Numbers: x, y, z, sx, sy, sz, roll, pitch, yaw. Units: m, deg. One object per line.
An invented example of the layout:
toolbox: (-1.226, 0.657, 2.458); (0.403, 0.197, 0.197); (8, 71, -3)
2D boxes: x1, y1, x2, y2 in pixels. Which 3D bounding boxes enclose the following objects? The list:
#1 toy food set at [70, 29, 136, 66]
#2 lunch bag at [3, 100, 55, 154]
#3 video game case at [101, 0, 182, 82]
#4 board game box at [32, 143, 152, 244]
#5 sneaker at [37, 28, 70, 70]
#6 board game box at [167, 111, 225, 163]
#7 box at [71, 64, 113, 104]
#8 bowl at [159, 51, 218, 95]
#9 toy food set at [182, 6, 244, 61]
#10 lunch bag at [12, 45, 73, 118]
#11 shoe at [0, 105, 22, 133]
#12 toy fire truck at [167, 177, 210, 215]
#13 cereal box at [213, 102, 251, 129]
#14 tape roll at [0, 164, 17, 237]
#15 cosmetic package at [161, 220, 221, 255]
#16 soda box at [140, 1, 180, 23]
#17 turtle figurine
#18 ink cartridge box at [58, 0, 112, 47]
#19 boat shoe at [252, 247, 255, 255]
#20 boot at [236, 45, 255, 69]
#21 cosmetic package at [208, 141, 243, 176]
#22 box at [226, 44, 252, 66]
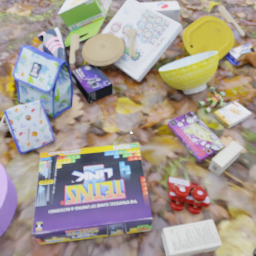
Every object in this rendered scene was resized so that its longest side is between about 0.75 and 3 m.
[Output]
toy food set: (-0.893, -2.852, 10.285); (2.432, 0.488, 1.679); (-4, 61, 6)
lunch bag: (-2.889, -0.012, 8.225); (1.115, 0.812, 1.311); (-23, 95, -22)
video game case: (0.215, -3.371, 10.514); (2.720, 0.322, 2.476); (41, 94, 29)
board game box: (-0.903, 1.565, 7.118); (2.703, 0.766, 2.234); (-6, 48, -5)
sneaker: (-2.852, -2.836, 10.678); (1.013, 0.866, 2.469); (-16, 53, -6)
board game box: (2.060, 0.226, 8.599); (0.972, 0.262, 1.620); (-27, 56, -15)
box: (-1.281, -1.603, 9.883); (0.954, 0.533, 1.351); (-24, 55, -22)
bowl: (2.139, -1.769, 9.489); (1.984, 1.068, 1.984); (-18, 15, 5)
toy food set: (3.186, -3.432, 11.204); (2.974, 0.971, 1.750); (-39, 85, -25)
lunch bag: (-2.645, -1.480, 8.803); (1.602, 1.884, 1.201); (24, 38, 17)
shoe: (-3.657, -0.375, 8.898); (0.456, 0.348, 1.305); (10, 40, 3)
toy fire truck: (1.541, 1.663, 7.214); (1.073, 0.602, 0.901); (10, 31, 2)
cereal box: (3.380, -0.432, 9.114); (0.973, 0.192, 0.700); (-26, 50, -19)
tape roll: (-4.161, 1.855, 6.884); (2.559, 0.839, 2.559); (0, 52, 0)
cosmetic package: (1.433, 2.590, 6.484); (1.203, 0.525, 0.622); (-7, 53, -6)
soda box: (1.173, -5.160, 12.630); (2.204, 0.702, 0.751); (-4, 51, -4)
turtle figurine: (2.839, -0.959, 9.157); (0.952, 0.706, 0.981); (-36, 16, -6)
ink cartridge box: (-1.929, -4.646, 11.574); (1.916, 0.982, 2.593); (-11, 46, 28)
boat shoe: (3.331, 3.068, 6.205); (0.337, 0.399, 1.118); (-39, 54, -24)
boot: (4.663, -2.577, 10.671); (0.979, 0.760, 0.375); (-37, 15, -10)
cosmetic package: (2.749, 0.861, 7.898); (0.972, 0.503, 0.355); (-34, 58, -26)
box: (4.523, -2.884, 11.082); (1.266, 0.262, 0.753); (-19, 54, -17)
